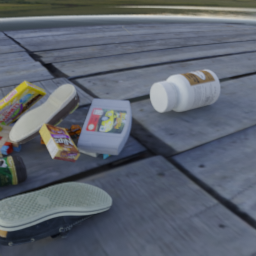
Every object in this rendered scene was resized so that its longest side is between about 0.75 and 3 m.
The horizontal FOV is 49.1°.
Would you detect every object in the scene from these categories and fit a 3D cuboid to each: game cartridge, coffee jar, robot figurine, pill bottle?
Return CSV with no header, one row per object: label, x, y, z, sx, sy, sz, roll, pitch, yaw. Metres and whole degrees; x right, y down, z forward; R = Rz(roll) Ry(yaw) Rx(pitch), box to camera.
game cartridge,-0.663,-0.119,9.266,1.495,0.459,2.246,7,48,5
coffee jar,-3.598,1.256,7.566,1.591,0.679,0.830,-11,28,-27
robot figurine,-2.233,0.224,9.666,1.521,0.443,1.103,-11,10,-13
pill bottle,2.414,-1.535,11.999,2.760,1.578,1.578,-15,31,-26

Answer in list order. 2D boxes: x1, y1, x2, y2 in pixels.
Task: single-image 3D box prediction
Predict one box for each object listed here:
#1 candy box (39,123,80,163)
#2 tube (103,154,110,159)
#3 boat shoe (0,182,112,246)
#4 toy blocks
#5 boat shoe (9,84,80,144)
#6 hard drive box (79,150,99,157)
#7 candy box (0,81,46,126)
candy box,-1.992,0.426,8.099,0.749,0.362,1.283,18,24,-45
tube,-0.529,0.729,9.150,0.210,0.322,0.832,1,18,44
boat shoe,-1.615,1.910,6.317,2.786,0.867,1.039,-4,30,-41
toy blocks,-3.998,0.456,9.316,1.015,0.742,1.484,10,40,2
boat shoe,-2.682,-0.345,9.296,0.938,0.777,2.611,35,72,32
hard drive box,-1.116,0.566,9.367,0.666,0.328,0.855,15,31,23
candy box,-3.988,-0.722,9.696,0.288,2.183,1.116,56,9,18
